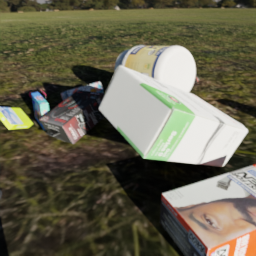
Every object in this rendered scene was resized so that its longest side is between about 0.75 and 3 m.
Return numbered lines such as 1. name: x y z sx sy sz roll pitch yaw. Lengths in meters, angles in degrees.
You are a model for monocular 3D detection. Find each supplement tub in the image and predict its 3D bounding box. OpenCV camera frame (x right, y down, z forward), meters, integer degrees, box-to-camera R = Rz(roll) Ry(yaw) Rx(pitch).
1. supplement tub: 0.863 -1.968 9.903 1.822 1.822 2.524 -20 25 -35

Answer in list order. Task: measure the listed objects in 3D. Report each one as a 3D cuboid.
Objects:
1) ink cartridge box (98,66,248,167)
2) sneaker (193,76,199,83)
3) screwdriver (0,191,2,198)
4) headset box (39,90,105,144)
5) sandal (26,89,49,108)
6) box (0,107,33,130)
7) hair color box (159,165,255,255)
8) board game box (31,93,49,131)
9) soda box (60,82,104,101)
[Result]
1. ink cartridge box: 1.072 -0.184 6.494 2.809 1.181 2.050 12 24 -40
2. sneaker: 3.067 -2.392 13.498 0.403 0.292 0.826 -23 36 -38
3. screwdriver: -2.611 1.742 5.125 0.265 0.254 1.822 25 19 -23
4. headset box: -1.585 -0.310 8.107 1.319 0.665 1.774 13 48 45
5. sandal: -3.509 -1.211 10.909 0.733 0.440 1.951 -14 29 -26
6. box: -3.148 -0.264 7.689 0.642 0.251 1.052 48 10 6
7. hair color box: 1.944 1.505 4.987 2.423 0.775 1.344 -13 29 -21
8. board game box: -2.806 -0.543 9.030 0.266 0.899 1.182 -14 30 -26
9. soda box: -1.758 -1.331 10.833 1.604 0.510 0.549 -25 11 -38
